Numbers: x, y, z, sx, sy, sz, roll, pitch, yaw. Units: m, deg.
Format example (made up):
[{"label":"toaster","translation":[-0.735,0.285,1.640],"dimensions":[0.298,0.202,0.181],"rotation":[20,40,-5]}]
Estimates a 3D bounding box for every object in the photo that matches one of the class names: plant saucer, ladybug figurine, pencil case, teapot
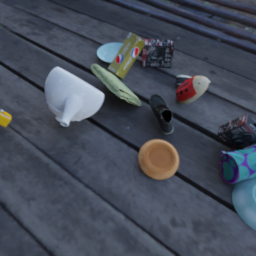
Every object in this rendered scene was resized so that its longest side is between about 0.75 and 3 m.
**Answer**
[{"label":"plant saucer","translation":[4.347,2.220,8.572],"dimensions":[2.173,0.418,2.173],"rotation":[0,46,0]},{"label":"plant saucer","translation":[-0.646,-3.689,14.178],"dimensions":[1.849,0.356,1.849],"rotation":[0,47,0]},{"label":"plant saucer","translation":[1.051,1.031,9.474],"dimensions":[1.413,0.264,1.413],"rotation":[3,66,-7]},{"label":"ladybug figurine","translation":[2.512,-1.570,11.390],"dimensions":[0.600,1.668,1.132],"rotation":[32,54,-19]},{"label":"pencil case","translation":[4.255,1.014,9.261],"dimensions":[2.456,1.045,1.135],"rotation":[-14,16,-14]},{"label":"teapot","translation":[-2.167,-1.020,10.345],"dimensions":[2.325,2.355,1.720],"rotation":[34,97,23]}]

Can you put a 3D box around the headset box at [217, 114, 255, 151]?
[{"label":"headset box","translation":[3.950,0.164,9.671],"dimensions":[0.984,1.322,0.511],"rotation":[40,51,-15]}]

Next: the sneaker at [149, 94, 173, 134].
[{"label":"sneaker","translation":[1.298,-0.721,10.548],"dimensions":[0.665,0.944,1.777],"rotation":[-19,63,-4]}]

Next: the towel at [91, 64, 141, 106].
[{"label":"towel","translation":[-0.534,-1.749,11.611],"dimensions":[0.417,1.694,2.283],"rotation":[-50,57,11]}]

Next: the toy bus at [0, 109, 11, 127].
[{"label":"toy bus","translation":[-4.995,-0.545,10.315],"dimensions":[0.411,1.264,0.495],"rotation":[-48,30,13]}]

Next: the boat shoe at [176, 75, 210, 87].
[{"label":"boat shoe","translation":[2.905,-2.009,12.592],"dimensions":[1.552,0.557,0.525],"rotation":[6,84,-4]}]

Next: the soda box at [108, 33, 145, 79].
[{"label":"soda box","translation":[-0.074,-3.285,12.821],"dimensions":[0.627,0.663,1.957],"rotation":[40,102,31]}]

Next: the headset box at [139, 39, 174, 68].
[{"label":"headset box","translation":[1.324,-3.569,13.476],"dimensions":[1.629,1.212,0.629],"rotation":[2,46,3]}]
